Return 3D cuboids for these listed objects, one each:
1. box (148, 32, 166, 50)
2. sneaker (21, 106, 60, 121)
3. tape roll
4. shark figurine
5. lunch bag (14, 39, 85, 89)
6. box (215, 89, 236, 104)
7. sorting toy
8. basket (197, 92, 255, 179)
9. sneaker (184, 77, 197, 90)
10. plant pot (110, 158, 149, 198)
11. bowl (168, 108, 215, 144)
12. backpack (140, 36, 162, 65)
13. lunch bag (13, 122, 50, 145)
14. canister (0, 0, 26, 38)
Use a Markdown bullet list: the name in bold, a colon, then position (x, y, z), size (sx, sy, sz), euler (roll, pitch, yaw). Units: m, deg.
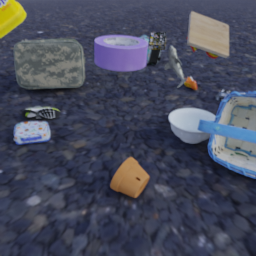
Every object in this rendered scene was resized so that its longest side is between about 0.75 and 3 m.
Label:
- **box**: position (1.094, -3.258, 10.459), size (0.625, 0.193, 0.783), euler (2, 57, 11)
- **sneaker**: position (-2.852, -0.545, 9.297), size (1.241, 0.458, 0.502), euler (3, 27, 1)
- **tape roll**: position (-0.143, -1.508, 5.590), size (1.051, 0.447, 1.051), euler (3, 31, -2)
- **shark figurine**: position (1.319, -1.702, 8.095), size (0.485, 1.162, 0.694), euler (-20, -3, 6)
- **lunch bag**: position (-3.186, -2.685, 11.629), size (2.767, 1.928, 2.321), euler (-4, 15, -7)
- **box**: position (3.770, -1.187, 10.624), size (0.674, 0.183, 0.842), euler (19, 36, 29)
- **sorting toy**: position (2.325, -2.680, 8.366), size (1.261, 0.439, 1.254), euler (16, 62, -11)
- **basket**: position (3.029, 0.208, 6.247), size (2.437, 1.923, 2.764), euler (17, 4, 27)
- **sneaker**: position (2.565, -1.775, 11.532), size (0.423, 0.400, 1.097), euler (-18, 25, 2)
- **plant pot**: position (0.078, 1.145, 6.157), size (0.574, 0.820, 0.820), euler (33, 41, 17)
- **bowl**: position (1.862, 0.012, 8.132), size (1.424, 0.640, 1.424), euler (-1, 30, 0)
- **backpack**: position (0.946, -3.989, 14.213), size (1.164, 1.373, 1.546), euler (3, 25, -20)
- **lunch bag**: position (-2.812, 0.156, 8.156), size (1.024, 0.387, 0.821), euler (-8, 33, -15)
- **canister**: position (-3.534, -3.108, 6.673), size (1.321, 1.779, 0.770), euler (-39, 56, -4)
